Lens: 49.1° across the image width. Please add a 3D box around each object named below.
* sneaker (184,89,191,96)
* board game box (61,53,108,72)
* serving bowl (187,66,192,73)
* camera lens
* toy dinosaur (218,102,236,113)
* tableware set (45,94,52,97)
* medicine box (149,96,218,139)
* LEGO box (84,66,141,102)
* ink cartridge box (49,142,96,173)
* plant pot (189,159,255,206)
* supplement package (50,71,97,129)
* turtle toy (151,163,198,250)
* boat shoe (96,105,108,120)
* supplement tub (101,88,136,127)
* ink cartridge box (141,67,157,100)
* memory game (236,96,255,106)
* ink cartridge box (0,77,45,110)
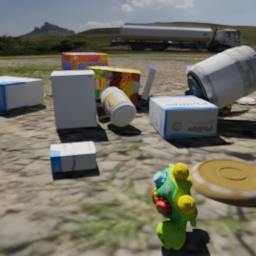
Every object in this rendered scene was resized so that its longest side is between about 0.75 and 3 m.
[{"bbox_3d":[3.113,-1.426,12.165,1.639,0.610,0.693,4,10,-19],"label":"sneaker"},{"bbox_3d":[-2.242,-2.875,14.419,1.846,1.845,1.845,-10,19,-29],"label":"board game box"},{"bbox_3d":[4.255,-2.690,15.303,2.294,0.754,2.294,12,23,-5],"label":"serving bowl"},{"bbox_3d":[3.043,-1.543,9.015,2.018,1.614,1.614,-25,20,-1],"label":"camera lens"},{"bbox_3d":[3.357,-1.019,10.403,2.216,1.132,1.504,0,32,-38],"label":"toy dinosaur"},{"bbox_3d":[-3.440,-1.505,12.769,0.572,0.130,0.849,10,11,26],"label":"tableware set"},{"bbox_3d":[1.544,-0.355,8.197,1.502,0.849,1.649,-3,17,-11],"label":"medicine box"},{"bbox_3d":[-0.607,-1.983,12.198,2.213,1.147,2.972,6,14,1],"label":"LEGO box"},{"bbox_3d":[-1.162,0.607,5.945,0.924,0.391,0.667,-5,18,-11],"label":"ink cartridge box"},{"bbox_3d":[1.935,0.927,5.249,1.598,0.220,1.598,1,18,0],"label":"plant pot"},{"bbox_3d":[-1.640,-0.885,8.577,1.256,1.613,0.894,-4,18,-10],"label":"supplement package"},{"bbox_3d":[0.614,1.019,3.739,0.564,1.116,0.813,-11,-28,13],"label":"turtle toy"},{"bbox_3d":[-0.686,-0.727,9.773,0.551,0.475,1.516,-14,13,24],"label":"boat shoe"},{"bbox_3d":[-0.329,-0.667,8.643,0.821,0.821,1.134,-8,40,-24],"label":"supplement tub"},{"bbox_3d":[0.927,-1.979,12.380,0.304,1.375,0.646,17,19,1],"label":"ink cartridge box"},{"bbox_3d":[4.995,-1.173,11.993,1.588,0.101,1.588,0,19,0],"label":"memory game"},{"bbox_3d":[-4.867,-1.453,11.290,2.401,1.012,1.753,10,20,32],"label":"ink cartridge box"}]
